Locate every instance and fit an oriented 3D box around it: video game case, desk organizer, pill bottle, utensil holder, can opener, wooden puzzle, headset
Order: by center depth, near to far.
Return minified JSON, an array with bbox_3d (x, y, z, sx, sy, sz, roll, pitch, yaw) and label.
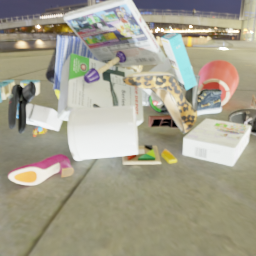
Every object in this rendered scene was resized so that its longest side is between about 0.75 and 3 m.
[{"bbox_3d":[-3.306,-0.665,8.434,0.684,0.848,2.158,27,32,-29],"label":"can opener"},{"bbox_3d":[-0.699,0.122,8.570,1.905,1.619,1.619,-6,21,4],"label":"utensil holder"},{"bbox_3d":[0.418,0.822,8.988,2.020,0.236,1.363,-3,21,-8],"label":"wooden puzzle"},{"bbox_3d":[-0.458,-3.022,9.426,2.795,2.546,0.321,6,62,40],"label":"video game case"},{"bbox_3d":[1.385,-0.219,10.605,1.185,0.425,0.456,-2,15,-17],"label":"desk organizer"},{"bbox_3d":[1.845,-1.248,12.838,1.881,1.162,0.884,8,39,34],"label":"headset"},{"bbox_3d":[0.848,-1.935,14.226,2.889,1.645,1.645,-5,21,-14],"label":"pill bottle"}]

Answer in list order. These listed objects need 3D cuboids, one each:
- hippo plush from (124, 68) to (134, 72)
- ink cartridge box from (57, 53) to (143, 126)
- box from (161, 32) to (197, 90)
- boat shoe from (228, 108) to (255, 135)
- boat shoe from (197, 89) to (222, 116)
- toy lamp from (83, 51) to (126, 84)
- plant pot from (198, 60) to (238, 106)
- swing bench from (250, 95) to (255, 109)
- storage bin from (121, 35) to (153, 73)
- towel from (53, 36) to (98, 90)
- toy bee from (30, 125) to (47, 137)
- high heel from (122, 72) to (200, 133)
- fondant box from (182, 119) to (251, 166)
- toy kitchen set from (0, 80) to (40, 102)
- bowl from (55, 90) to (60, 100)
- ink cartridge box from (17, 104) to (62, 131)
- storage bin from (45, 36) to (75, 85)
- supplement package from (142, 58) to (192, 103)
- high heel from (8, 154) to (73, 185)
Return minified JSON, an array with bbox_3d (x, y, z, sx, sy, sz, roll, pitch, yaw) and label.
[{"bbox_3d":[-0.072,-1.971,11.934,1.112,1.101,1.382,7,18,-44],"label":"hippo plush"},{"bbox_3d":[-0.942,-1.194,10.192,2.878,2.110,1.195,10,-23,-28],"label":"ink cartridge box"},{"bbox_3d":[1.626,-2.123,8.945,0.427,1.736,0.714,-28,27,-1],"label":"box"},{"bbox_3d":[5.106,-0.110,10.462,2.798,0.935,0.797,17,22,30],"label":"boat shoe"},{"bbox_3d":[3.228,-1.197,12.995,2.387,1.083,0.844,-9,23,-14],"label":"boat shoe"},{"bbox_3d":[-0.784,-1.996,9.344,0.487,0.487,1.672,20,48,42],"label":"toy lamp"},{"bbox_3d":[4.492,-2.152,14.424,2.185,2.185,1.933,8,33,21],"label":"plant pot"},{"bbox_3d":[6.628,-1.125,13.516,1.049,0.684,1.054,2,26,4],"label":"swing bench"},{"bbox_3d":[-0.061,-3.928,13.789,1.985,1.970,0.930,22,18,5],"label":"storage bin"},{"bbox_3d":[-1.608,-2.553,11.157,2.839,2.056,0.339,-9,31,-39],"label":"towel"},{"bbox_3d":[-3.474,0.137,10.688,0.750,0.408,0.491,14,-2,-29],"label":"toy bee"},{"bbox_3d":[1.145,-0.803,9.482,2.956,2.107,1.055,-1,13,-23],"label":"high heel"},{"bbox_3d":[3.037,0.398,9.479,1.628,0.657,2.256,12,25,31],"label":"fondant box"},{"bbox_3d":[-6.298,-2.350,15.488,2.059,1.514,2.571,1,21,1],"label":"toy kitchen set"},{"bbox_3d":[-1.734,-1.256,12.490,2.870,1.544,2.870,-3,24,1],"label":"bowl"},{"bbox_3d":[-3.314,-0.430,10.371,1.429,0.614,1.046,14,-13,17],"label":"ink cartridge box"},{"bbox_3d":[-2.513,-2.732,12.197,0.982,2.094,1.416,-10,-33,37],"label":"storage bin"},{"bbox_3d":[1.508,-1.921,10.743,1.695,0.991,0.994,-34,31,34],"label":"supplement package"},{"bbox_3d":[-2.440,1.058,7.741,1.758,0.592,0.843,-8,32,-33],"label":"high heel"}]
